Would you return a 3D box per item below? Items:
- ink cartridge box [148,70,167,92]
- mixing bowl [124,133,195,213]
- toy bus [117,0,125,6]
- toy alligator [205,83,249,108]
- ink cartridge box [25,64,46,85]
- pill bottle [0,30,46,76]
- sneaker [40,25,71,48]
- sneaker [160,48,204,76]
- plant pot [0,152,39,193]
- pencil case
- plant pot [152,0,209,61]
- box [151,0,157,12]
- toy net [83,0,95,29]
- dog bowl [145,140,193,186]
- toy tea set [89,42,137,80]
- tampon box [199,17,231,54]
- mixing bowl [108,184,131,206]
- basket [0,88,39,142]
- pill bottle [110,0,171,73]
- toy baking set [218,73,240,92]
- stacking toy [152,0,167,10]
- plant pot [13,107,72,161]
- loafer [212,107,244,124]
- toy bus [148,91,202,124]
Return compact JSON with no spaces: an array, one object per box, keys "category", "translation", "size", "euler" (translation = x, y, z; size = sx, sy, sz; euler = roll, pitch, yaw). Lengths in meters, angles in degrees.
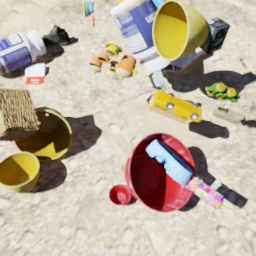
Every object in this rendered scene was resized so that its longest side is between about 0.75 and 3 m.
[{"category":"ink cartridge box","translation":[1.025,-1.583,9.687],"size":[0.396,0.764,0.226],"euler":[-35,35,-13]},{"category":"mixing bowl","translation":[0.850,1.530,9.579],"size":[2.579,1.397,2.579],"euler":[6,76,-27]},{"category":"toy bus","translation":[-0.169,-5.429,11.663],"size":[0.273,0.329,0.839],"euler":[29,85,-1]},{"category":"toy alligator","translation":[3.076,-1.051,8.654],"size":[1.638,0.543,0.394],"euler":[20,70,-21]},{"category":"ink cartridge box","translation":[-4.434,-2.559,13.342],"size":[0.901,0.316,1.109],"euler":[-4,52,-3]},{"category":"pill bottle","translation":[-5.334,-3.611,13.317],"size":[2.520,1.458,1.458],"euler":[-31,61,-19]},{"category":"sneaker","translation":[-3.976,-4.698,14.294],"size":[1.885,1.080,0.721],"euler":[-4,55,0]},{"category":"sneaker","translation":[2.592,-3.336,13.509],"size":[2.864,1.094,1.153],"euler":[-20,67,-6]},{"category":"plant pot","translation":[-3.810,1.742,9.942],"size":[1.444,1.025,1.444],"euler":[1,47,-1]},{"category":"pencil case","translation":[2.258,1.862,8.111],"size":[0.481,0.481,1.089],"euler":[-32,43,-19]},{"category":"plant pot","translation":[1.893,-3.252,9.396],"size":[1.330,1.873,1.873],"euler":[-11,55,-28]},{"category":"box","translation":[0.416,-5.915,14.682],"size":[2.086,0.604,2.625],"euler":[-37,54,24]},{"category":"toy net","translation":[-1.443,-4.474,10.280],"size":[0.394,2.042,1.071],"euler":[-4,87,-8]},{"category":"dog bowl","translation":[1.347,1.073,9.098],"size":[0.455,1.022,1.834],"euler":[-52,57,11]},{"category":"toy tea set","translation":[-0.588,-1.959,9.015],"size":[1.223,2.056,0.761],"euler":[28,77,-24]},{"category":"tampon box","translation":[2.986,-3.237,9.857],"size":[0.728,0.972,0.613],"euler":[-25,57,-26]},{"category":"mixing bowl","translation":[-0.302,2.431,9.905],"size":[0.780,0.422,0.780],"euler":[0,56,-1]},{"category":"basket","translation":[-3.875,-0.385,9.276],"size":[1.225,1.174,1.644],"euler":[-4,65,-47]},{"category":"pill bottle","translation":[0.626,-3.556,10.632],"size":[1.512,2.722,1.512],"euler":[-26,24,13]},{"category":"toy baking set","translation":[4.590,-2.027,13.068],"size":[0.992,0.150,1.292],"euler":[-32,62,-23]},{"category":"stacking toy","translation":[2.009,-7.164,15.933],"size":[2.476,1.359,1.437],"euler":[-38,93,-37]},{"category":"plant pot","translation":[-3.239,0.013,10.775],"size":[2.075,2.075,1.473],"euler":[-11,27,-7]},{"category":"loafer","translation":[4.276,-0.557,11.880],"size":[1.344,0.453,0.511],"euler":[12,57,8]},{"category":"toy bus","translation":[1.567,-0.627,9.201],"size":[1.681,0.658,0.547],"euler":[22,47,-11]}]
